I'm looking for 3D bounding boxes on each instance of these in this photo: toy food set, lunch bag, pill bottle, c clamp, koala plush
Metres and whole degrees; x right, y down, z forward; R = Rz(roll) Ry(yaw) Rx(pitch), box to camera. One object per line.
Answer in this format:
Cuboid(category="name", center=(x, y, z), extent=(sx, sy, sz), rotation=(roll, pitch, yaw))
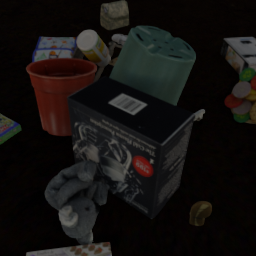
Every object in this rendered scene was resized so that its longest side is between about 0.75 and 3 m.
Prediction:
Cuboid(category="toy food set", center=(4.100, -1.016, 8.893), extent=(1.955, 0.480, 1.975), rotation=(19, 82, 49))
Cuboid(category="lunch bag", center=(-2.835, -2.770, 11.205), extent=(1.661, 1.210, 1.954), rotation=(1, 51, 0))
Cuboid(category="pill bottle", center=(-1.023, -2.431, 8.755), extent=(0.686, 1.235, 0.686), rotation=(-6, 72, 18))
Cuboid(category="c clamp", center=(-1.180, -2.095, 9.839), extent=(1.975, 2.312, 0.313), rotation=(12, 31, -44))
Cuboid(category="koala plush", center=(-1.099, 1.702, 5.947), extent=(1.326, 1.280, 1.443), rotation=(-19, 42, -1))
Cuboid(category="lunch bag", center=(-0.738, -6.122, 15.074), extent=(1.507, 1.264, 1.050), rotation=(-23, 45, -25))

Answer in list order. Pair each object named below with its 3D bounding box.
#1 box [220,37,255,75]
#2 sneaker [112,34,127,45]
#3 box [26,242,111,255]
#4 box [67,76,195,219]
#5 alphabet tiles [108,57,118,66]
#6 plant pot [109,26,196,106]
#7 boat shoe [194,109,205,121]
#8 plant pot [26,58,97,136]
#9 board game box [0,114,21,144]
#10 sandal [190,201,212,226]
Cuboid(category="box", center=(5.067, -2.950, 11.722), extent=(1.445, 0.745, 2.477), rotation=(-4, 41, -5))
Cuboid(category="sneaker", center=(-0.302, -4.165, 13.404), extent=(1.147, 0.431, 0.659), rotation=(14, 39, 11))
Cuboid(category="box", center=(-1.149, 2.567, 5.516), extent=(1.645, 0.341, 0.318), rotation=(-4, 40, -6))
Cuboid(category="box", center=(-0.012, 0.405, 6.524), extent=(2.506, 2.282, 1.305), rotation=(27, 45, 28))
Cuboid(category="alphabet tiles", center=(0.153, -2.623, 11.861), extent=(1.940, 0.073, 1.622), rotation=(30, 49, 31))
Cuboid(category="plant pot", center=(0.555, -1.352, 8.004), extent=(2.507, 2.455, 2.507), rotation=(15, 39, -12))
Cuboid(category="boat shoe", center=(2.254, -0.359, 9.078), extent=(0.770, 0.273, 0.269), rotation=(-25, 73, -31))
Cuboid(category="plant pot", center=(-1.869, -0.895, 8.249), extent=(1.916, 1.864, 1.916), rotation=(2, 29, -1))
Cuboid(category="board game box", center=(-4.274, 0.235, 8.339), extent=(1.172, 0.254, 1.741), rotation=(23, 45, 25))
Cuboid(category="sandal", center=(1.478, 1.740, 5.823), extent=(0.381, 0.949, 0.256), rotation=(10, 49, 9))
